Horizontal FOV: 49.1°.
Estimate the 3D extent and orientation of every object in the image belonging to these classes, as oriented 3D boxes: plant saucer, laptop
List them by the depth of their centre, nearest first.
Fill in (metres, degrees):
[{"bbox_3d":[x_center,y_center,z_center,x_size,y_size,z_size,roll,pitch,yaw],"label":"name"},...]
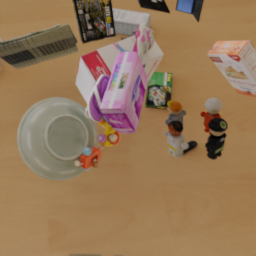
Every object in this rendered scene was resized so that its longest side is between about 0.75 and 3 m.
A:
[{"bbox_3d":[-1.945,0.306,8.482,2.589,0.650,2.589,5,82,-34],"label":"plant saucer"},{"bbox_3d":[0.411,-5.208,11.147,1.807,1.053,2.039,-14,77,-44],"label":"laptop"},{"bbox_3d":[2.460,-5.066,11.177,0.709,1.217,1.373,0,42,-5],"label":"laptop"}]

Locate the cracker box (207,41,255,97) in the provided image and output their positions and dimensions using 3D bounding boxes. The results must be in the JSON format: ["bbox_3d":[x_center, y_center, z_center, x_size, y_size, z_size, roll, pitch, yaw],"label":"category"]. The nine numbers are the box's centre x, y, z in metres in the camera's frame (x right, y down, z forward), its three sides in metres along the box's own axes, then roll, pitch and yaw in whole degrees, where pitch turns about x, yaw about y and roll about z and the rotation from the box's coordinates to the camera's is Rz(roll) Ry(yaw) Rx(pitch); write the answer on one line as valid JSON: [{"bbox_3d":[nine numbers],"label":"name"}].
[{"bbox_3d":[3.650,-1.833,8.913,0.600,2.081,1.394,-50,27,-3],"label":"cracker box"}]

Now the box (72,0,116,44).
[{"bbox_3d":[-1.160,-3.828,9.673,1.280,1.603,0.395,-17,44,-9],"label":"box"}]

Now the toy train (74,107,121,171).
[{"bbox_3d":[-0.733,0.271,8.227,0.625,2.246,1.687,30,37,25],"label":"toy train"}]

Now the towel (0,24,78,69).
[{"bbox_3d":[-3.366,-3.077,10.593,2.884,2.777,0.498,-16,89,-4],"label":"towel"}]

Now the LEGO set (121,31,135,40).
[{"bbox_3d":[-0.077,-3.645,14.048,1.670,0.729,2.571,30,72,23],"label":"LEGO set"}]

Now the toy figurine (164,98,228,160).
[{"bbox_3d":[2.043,-0.056,8.605,1.856,1.311,1.885,2,37,11],"label":"toy figurine"}]

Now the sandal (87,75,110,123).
[{"bbox_3d":[-0.690,-0.794,7.088,0.538,0.325,1.322,23,68,-34],"label":"sandal"}]

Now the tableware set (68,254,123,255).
[{"bbox_3d":[-0.583,4.515,7.950,2.461,0.493,1.627,4,41,-5],"label":"tableware set"}]

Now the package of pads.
[{"bbox_3d":[-0.043,-0.903,7.228,0.713,1.135,1.883,0,58,23],"label":"package of pads"}]

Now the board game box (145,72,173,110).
[{"bbox_3d":[1.427,-1.743,12.758,1.134,0.254,2.165,6,53,7],"label":"board game box"}]

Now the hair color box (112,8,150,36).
[{"bbox_3d":[-0.148,-5.835,15.473,2.530,0.767,1.253,12,54,8],"label":"hair color box"}]

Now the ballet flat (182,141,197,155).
[{"bbox_3d":[2.182,0.797,10.876,1.116,0.371,0.317,-19,14,-14],"label":"ballet flat"}]

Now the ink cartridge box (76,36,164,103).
[{"bbox_3d":[-0.353,-2.017,9.811,2.689,1.984,1.151,-26,79,-20],"label":"ink cartridge box"}]

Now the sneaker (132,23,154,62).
[{"bbox_3d":[0.509,-2.605,8.622,0.598,0.551,1.356,12,71,-9],"label":"sneaker"}]
